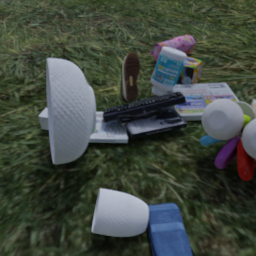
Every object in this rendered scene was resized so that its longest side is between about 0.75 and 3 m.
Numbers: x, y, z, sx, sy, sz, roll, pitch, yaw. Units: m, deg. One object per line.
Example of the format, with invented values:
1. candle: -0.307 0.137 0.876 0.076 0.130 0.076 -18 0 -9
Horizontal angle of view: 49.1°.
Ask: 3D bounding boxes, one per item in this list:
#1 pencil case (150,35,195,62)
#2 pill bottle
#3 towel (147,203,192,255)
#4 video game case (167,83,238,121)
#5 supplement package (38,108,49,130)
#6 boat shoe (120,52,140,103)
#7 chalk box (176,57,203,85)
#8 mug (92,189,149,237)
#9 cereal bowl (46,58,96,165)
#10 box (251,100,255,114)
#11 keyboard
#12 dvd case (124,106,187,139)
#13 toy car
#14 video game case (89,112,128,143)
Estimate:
1. pencil case: 2.320 -4.063 14.360 2.367 1.035 1.035 -24 43 -27
2. pill bottle: 1.504 -2.146 10.934 0.998 1.801 0.998 15 25 -7
3. towel: 0.887 2.374 6.283 0.827 0.359 1.481 -3 36 -5
4. video game case: 2.958 -1.059 10.930 2.562 0.283 2.332 -2 37 -3
5. supplement package: -2.470 -0.261 9.627 0.963 0.563 0.565 8 38 12
6. boat shoe: -0.020 -1.803 10.137 0.686 0.687 1.858 13 73 -25
7. chalk box: 2.314 -2.539 12.317 1.584 0.989 0.982 24 43 27
8. mug: -0.173 1.919 6.489 1.151 0.970 1.313 12 11 -6
9. cereal bowl: -1.600 -0.469 7.802 1.192 2.863 2.863 -5 37 -17
10. box: 4.440 -0.118 9.286 0.890 0.729 1.875 13 39 16
11. keyboard: 0.496 -0.662 9.154 2.754 0.284 1.750 -14 24 3
12. dvd case: 0.802 -0.311 9.653 1.975 0.244 1.484 -12 38 -15
13. toy car: 3.134 0.385 7.709 2.581 1.936 2.259 30 20 30
14. video game case: -0.828 -0.051 9.515 1.490 0.194 1.637 1 34 -8
